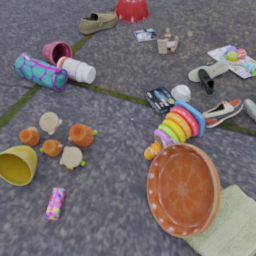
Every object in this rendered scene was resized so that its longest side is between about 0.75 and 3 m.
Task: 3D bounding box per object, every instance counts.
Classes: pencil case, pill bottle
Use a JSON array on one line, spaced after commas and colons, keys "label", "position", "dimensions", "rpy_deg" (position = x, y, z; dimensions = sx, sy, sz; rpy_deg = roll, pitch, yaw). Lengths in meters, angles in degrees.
[{"label": "pencil case", "position": [-2.183, 2.281, 8.424], "dimensions": [0.434, 0.434, 0.981], "rpy_deg": [3, 46, 2]}, {"label": "pencil case", "position": [-3.833, -2.472, 12.284], "dimensions": [2.412, 1.115, 1.026], "rpy_deg": [24, 52, 19]}, {"label": "pill bottle", "position": [-2.311, -2.555, 12.522], "dimensions": [1.587, 0.869, 0.869], "rpy_deg": [21, 51, 17]}]

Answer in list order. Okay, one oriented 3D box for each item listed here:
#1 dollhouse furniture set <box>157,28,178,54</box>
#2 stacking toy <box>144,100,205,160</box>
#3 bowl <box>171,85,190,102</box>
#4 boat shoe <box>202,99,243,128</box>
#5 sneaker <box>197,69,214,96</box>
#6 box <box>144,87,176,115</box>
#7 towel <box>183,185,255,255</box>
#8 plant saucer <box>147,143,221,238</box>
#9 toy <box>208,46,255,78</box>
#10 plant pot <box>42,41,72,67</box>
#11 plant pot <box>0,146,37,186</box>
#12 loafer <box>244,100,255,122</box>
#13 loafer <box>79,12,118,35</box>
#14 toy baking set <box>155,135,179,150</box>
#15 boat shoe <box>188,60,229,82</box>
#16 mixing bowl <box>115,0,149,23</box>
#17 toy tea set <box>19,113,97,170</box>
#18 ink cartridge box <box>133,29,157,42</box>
[{"label": "dollhouse furniture set", "position": [2.089, -4.502, 14.349], "dimensions": [0.801, 0.684, 1.546], "rpy_deg": [8, 47, 19]}, {"label": "stacking toy", "position": [1.449, 0.271, 9.904], "dimensions": [2.405, 1.396, 1.320], "rpy_deg": [-41, 58, -15]}, {"label": "bowl", "position": [2.286, -1.525, 11.788], "dimensions": [0.861, 0.404, 0.861], "rpy_deg": [8, 49, -9]}, {"label": "boat shoe", "position": [3.649, -0.682, 10.798], "dimensions": [1.832, 0.573, 0.652], "rpy_deg": [-30, 20, -13]}, {"label": "sneaker", "position": [3.362, -2.082, 11.913], "dimensions": [0.497, 0.705, 1.328], "rpy_deg": [-19, 70, 2]}, {"label": "box", "position": [1.377, -1.139, 11.584], "dimensions": [0.962, 0.278, 1.210], "rpy_deg": [-19, 53, -19]}, {"label": "towel", "position": [2.864, 2.821, 7.905], "dimensions": [2.490, 0.454, 1.848], "rpy_deg": [-31, 54, -25]}, {"label": "plant saucer", "position": [1.479, 1.693, 7.775], "dimensions": [0.408, 2.528, 2.528], "rpy_deg": [9, 39, -36]}, {"label": "toy", "position": [5.265, -3.407, 13.480], "dimensions": [1.482, 0.607, 2.573], "rpy_deg": [-20, 51, -18]}, {"label": "plant pot", "position": [-3.457, -3.528, 13.307], "dimensions": [1.069, 1.195, 1.195], "rpy_deg": [21, 49, 37]}, {"label": "plant pot", "position": [-3.480, 1.093, 9.085], "dimensions": [1.262, 1.262, 0.896], "rpy_deg": [9, 29, 8]}, {"label": "loafer", "position": [5.057, -0.533, 10.824], "dimensions": [0.521, 0.522, 1.493], "rpy_deg": [-26, 64, -4]}, {"label": "loafer", "position": [-1.607, -6.004, 15.667], "dimensions": [2.535, 0.855, 0.964], "rpy_deg": [-35, 57, -28]}, {"label": "toy baking set", "position": [1.621, 0.960, 8.744], "dimensions": [2.000, 1.535, 0.233], "rpy_deg": [37, 64, 16]}, {"label": "boat shoe", "position": [3.601, -2.576, 12.819], "dimensions": [1.943, 0.698, 0.657], "rpy_deg": [-20, 17, -9]}, {"label": "mixing bowl", "position": [0.214, -7.312, 16.674], "dimensions": [2.146, 1.162, 2.146], "rpy_deg": [-1, 48, 1]}, {"label": "toy tea set", "position": [-2.468, 0.389, 10.034], "dimensions": [2.697, 0.998, 1.604], "rpy_deg": [21, 80, 14]}, {"label": "ink cartridge box", "position": [0.921, -5.149, 15.317], "dimensions": [1.095, 0.240, 1.105], "rpy_deg": [-12, 48, -9]}]
